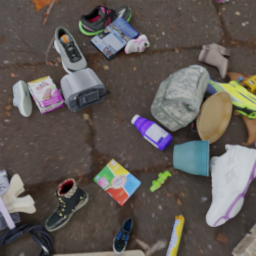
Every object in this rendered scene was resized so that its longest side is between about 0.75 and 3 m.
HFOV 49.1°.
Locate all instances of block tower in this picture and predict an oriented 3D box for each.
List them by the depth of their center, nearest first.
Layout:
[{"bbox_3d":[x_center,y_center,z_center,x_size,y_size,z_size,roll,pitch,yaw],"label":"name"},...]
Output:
[{"bbox_3d":[3.973,3.327,8.417,1.996,0.539,0.577,-41,86,-19],"label":"block tower"}]

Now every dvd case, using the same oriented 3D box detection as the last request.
[{"bbox_3d":[-4.445,2.470,9.098,1.410,0.151,1.897,-24,63,-10],"label":"dvd case"},{"bbox_3d":[-0.581,-3.917,12.258,1.825,0.160,1.302,-41,75,-7],"label":"dvd case"}]

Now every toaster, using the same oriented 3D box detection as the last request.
[{"bbox_3d":[-1.707,-1.515,10.760,1.815,1.031,1.172,-25,62,-16],"label":"toaster"}]

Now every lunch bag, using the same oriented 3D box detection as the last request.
[{"bbox_3d":[1.954,-1.123,9.908,1.405,1.691,2.017,40,53,-18],"label":"lunch bag"}]

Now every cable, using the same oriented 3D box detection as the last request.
[{"bbox_3d":[-3.254,3.615,8.346,1.843,0.468,1.504,5,60,2],"label":"cable"}]

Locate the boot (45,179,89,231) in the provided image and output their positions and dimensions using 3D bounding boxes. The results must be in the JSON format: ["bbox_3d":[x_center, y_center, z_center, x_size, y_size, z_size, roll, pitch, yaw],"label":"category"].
[{"bbox_3d":[-2.047,2.335,8.569,1.619,1.223,0.585,-40,55,-16],"label":"boot"}]

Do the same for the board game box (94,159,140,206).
[{"bbox_3d":[-0.370,1.815,9.445,1.269,0.256,0.971,37,68,18],"label":"board game box"}]

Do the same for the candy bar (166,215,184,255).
[{"bbox_3d":[1.357,3.528,8.432,0.202,0.454,1.820,26,62,-8],"label":"candy bar"}]

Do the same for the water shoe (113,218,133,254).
[{"bbox_3d":[-0.165,3.235,8.469,0.384,0.424,1.074,19,56,6],"label":"water shoe"}]

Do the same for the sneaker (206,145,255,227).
[{"bbox_3d":[3.159,1.818,9.179,1.468,1.103,2.947,22,64,35],"label":"sneaker"}]

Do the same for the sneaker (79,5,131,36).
[{"bbox_3d":[-0.983,-4.934,12.545,2.502,1.048,0.960,-25,65,-12],"label":"sneaker"}]

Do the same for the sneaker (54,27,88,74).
[{"bbox_3d":[-2.452,-3.166,11.655,0.928,0.995,2.511,-26,68,-16],"label":"sneaker"}]

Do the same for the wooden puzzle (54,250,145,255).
[{"bbox_3d":[-0.872,4.844,7.614,2.899,0.671,2.685,-3,63,-2],"label":"wooden puzzle"}]

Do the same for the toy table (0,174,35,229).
[{"bbox_3d":[-3.463,2.203,8.471,0.876,1.496,1.375,-28,38,-28],"label":"toy table"}]

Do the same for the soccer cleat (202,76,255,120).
[{"bbox_3d":[4.194,-1.176,10.562,3.001,0.970,1.255,19,74,12],"label":"soccer cleat"}]

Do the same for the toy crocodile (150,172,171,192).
[{"bbox_3d":[1.073,1.801,9.404,0.268,0.293,0.867,44,81,-10],"label":"toy crocodile"}]

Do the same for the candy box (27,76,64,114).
[{"bbox_3d":[-3.203,-1.298,10.918,0.934,0.418,1.369,-25,65,-23],"label":"candy box"}]

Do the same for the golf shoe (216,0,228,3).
[{"bbox_3d":[4.464,-6.707,13.842,0.635,0.501,1.380,-13,69,-22],"label":"golf shoe"}]

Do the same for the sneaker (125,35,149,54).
[{"bbox_3d":[0.419,-3.546,12.128,1.237,0.503,0.546,-35,66,-16],"label":"sneaker"}]

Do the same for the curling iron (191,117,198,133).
[{"bbox_3d":[2.585,-0.451,10.693,0.376,0.194,1.516,17,56,-15],"label":"curling iron"}]

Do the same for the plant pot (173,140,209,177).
[{"bbox_3d":[2.124,0.989,9.417,1.133,1.206,1.206,2,61,16],"label":"plant pot"}]

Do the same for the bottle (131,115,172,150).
[{"bbox_3d":[0.819,0.124,10.188,1.564,0.511,0.653,38,69,18],"label":"bottle"}]

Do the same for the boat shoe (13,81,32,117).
[{"bbox_3d":[-4.160,-1.075,10.878,0.558,0.546,1.565,-23,66,14],"label":"boat shoe"}]

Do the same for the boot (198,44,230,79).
[{"bbox_3d":[3.581,-2.820,11.771,1.219,0.586,1.667,11,62,13],"label":"boot"}]

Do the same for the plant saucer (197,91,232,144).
[{"bbox_3d":[2.969,-0.389,9.847,1.915,1.915,0.339,-43,42,-20],"label":"plant saucer"}]

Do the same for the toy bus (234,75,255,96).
[{"bbox_3d":[4.772,-1.631,11.089,1.019,0.558,1.080,9,62,5],"label":"toy bus"}]
